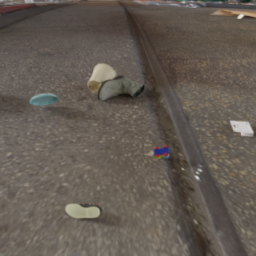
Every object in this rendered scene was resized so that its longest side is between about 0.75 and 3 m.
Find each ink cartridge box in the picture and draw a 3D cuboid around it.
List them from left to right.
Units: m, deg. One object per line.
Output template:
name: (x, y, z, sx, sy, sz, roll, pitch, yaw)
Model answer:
ink cartridge box: (4.697, 0.023, 11.670, 0.774, 0.196, 0.878, 5, 32, 6)

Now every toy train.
toy train: (1.036, 0.945, 9.947, 0.866, 0.501, 0.366, -11, 60, 8)

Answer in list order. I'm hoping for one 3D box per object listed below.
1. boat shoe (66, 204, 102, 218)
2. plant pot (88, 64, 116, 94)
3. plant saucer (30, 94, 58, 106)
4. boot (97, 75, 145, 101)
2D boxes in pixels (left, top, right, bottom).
boat shoe: (-1.243, 2.321, 7.868, 1.041, 0.381, 0.326, 0, -2, 15)
plant pot: (-1.473, -2.478, 14.849, 1.370, 1.370, 1.254, 12, 46, 18)
plant saucer: (-3.892, -1.323, 12.951, 1.279, 0.175, 1.279, -11, -9, -2)
boot: (-0.282, -1.947, 14.332, 1.643, 0.852, 2.515, 23, 40, 24)
